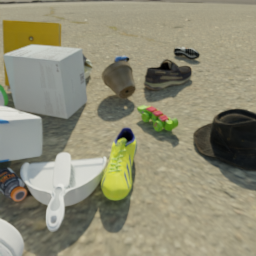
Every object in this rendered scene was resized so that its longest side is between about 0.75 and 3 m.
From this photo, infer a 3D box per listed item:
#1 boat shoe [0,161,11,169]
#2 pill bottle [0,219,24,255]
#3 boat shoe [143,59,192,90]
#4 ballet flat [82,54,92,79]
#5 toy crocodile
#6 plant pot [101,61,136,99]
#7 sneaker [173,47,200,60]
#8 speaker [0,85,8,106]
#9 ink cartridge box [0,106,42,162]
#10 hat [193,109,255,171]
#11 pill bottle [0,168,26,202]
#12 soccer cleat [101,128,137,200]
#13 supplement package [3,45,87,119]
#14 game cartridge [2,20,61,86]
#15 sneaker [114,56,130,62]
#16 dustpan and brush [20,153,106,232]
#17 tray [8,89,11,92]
[{"bbox_3d":[-3.869,0.937,7.054,1.686,0.621,0.541,-13,23,-28],"label":"boat shoe"},{"bbox_3d":[-2.303,2.421,3.421,1.539,1.539,2.571,1,27,1],"label":"pill bottle"},{"bbox_3d":[1.901,-2.498,12.589,2.798,1.026,1.042,-24,37,-35],"label":"boat shoe"},{"bbox_3d":[-2.252,-2.813,13.365,1.073,1.073,2.937,0,24,1],"label":"ballet flat"},{"bbox_3d":[0.942,-0.369,9.309,0.582,0.532,1.724,-19,39,-30],"label":"toy crocodile"},{"bbox_3d":[-0.270,-1.822,11.171,1.289,1.289,1.118,-14,59,-23],"label":"plant pot"},{"bbox_3d":[3.515,-4.441,16.417,0.689,0.635,1.722,-22,37,-36],"label":"sneaker"},{"bbox_3d":[-5.477,-0.842,9.762,1.010,1.010,2.284,24,37,35],"label":"speaker"},{"bbox_3d":[-3.627,0.091,7.214,1.815,1.064,2.479,-6,16,-44],"label":"ink cartridge box"},{"bbox_3d":[3.244,0.063,8.103,2.630,1.061,2.630,0,29,0],"label":"hat"},{"bbox_3d":[-2.700,1.324,6.455,0.484,0.484,0.911,-26,39,-38],"label":"pill bottle"},{"bbox_3d":[-0.217,0.798,6.885,0.742,0.960,2.294,4,30,7],"label":"soccer cleat"},{"bbox_3d":[-2.885,-1.735,10.152,2.199,2.103,1.617,10,32,17],"label":"supplement package"},{"bbox_3d":[-3.965,-3.022,11.643,2.337,2.651,0.430,4,13,0],"label":"game cartridge"},{"bbox_3d":[-0.330,-3.756,15.429,0.467,0.412,1.048,23,36,39],"label":"sneaker"},{"bbox_3d":[-1.459,1.277,6.147,2.093,0.858,2.999,-4,30,-7],"label":"dustpan and brush"},{"bbox_3d":[-4.357,-1.664,12.023,1.360,0.151,0.730,-26,39,-37],"label":"tray"}]
